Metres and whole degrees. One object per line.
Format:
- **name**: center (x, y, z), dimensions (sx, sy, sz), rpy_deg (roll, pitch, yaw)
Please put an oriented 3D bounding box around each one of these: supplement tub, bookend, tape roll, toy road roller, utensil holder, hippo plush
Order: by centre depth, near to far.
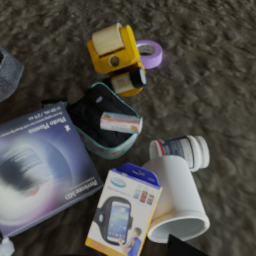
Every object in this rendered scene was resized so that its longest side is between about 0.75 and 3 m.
- **bookend**: center (1.341, 3.759, 6.461), dimensions (1.746, 0.809, 1.757), rpy_deg (23, 53, 21)
- **hippo plush**: center (-3.383, 3.137, 6.826), dimensions (1.366, 1.088, 1.099), rpy_deg (18, 50, 19)
- **utensil holder**: center (1.149, 1.902, 7.598), dimensions (1.573, 1.573, 1.851), rpy_deg (-5, 49, -5)
- **supplement tub**: center (1.555, 0.865, 8.788), dimensions (1.627, 1.142, 1.142), rpy_deg (-8, 49, -6)
- **toy road roller**: center (-0.256, -2.552, 10.979), dimensions (1.640, 2.669, 1.948), rpy_deg (-15, 11, 19)
- **tape roll**: center (0.767, -3.435, 13.065), dimensions (1.590, 0.522, 1.590), rpy_deg (1, 48, -1)

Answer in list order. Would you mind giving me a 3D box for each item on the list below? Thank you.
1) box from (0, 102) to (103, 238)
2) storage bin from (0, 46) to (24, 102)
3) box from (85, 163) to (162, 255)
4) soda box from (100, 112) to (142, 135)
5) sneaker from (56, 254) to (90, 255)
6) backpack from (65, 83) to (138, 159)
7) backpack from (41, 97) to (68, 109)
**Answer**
- **box**: center (-2.440, 1.090, 7.531), dimensions (2.622, 1.616, 2.600), rpy_deg (-25, 80, -21)
- **storage bin**: center (-3.786, -1.209, 7.414), dimensions (1.820, 0.853, 1.230), rpy_deg (-23, 44, 23)
- **box**: center (-0.077, 2.000, 6.719), dimensions (1.304, 0.454, 2.191), rpy_deg (19, 95, 13)
- **soda box**: center (-0.196, -0.136, 7.926), dimensions (1.141, 0.363, 0.390), rpy_deg (9, 36, 9)
- **sneaker**: center (-0.892, 3.616, 6.770), dimensions (2.085, 0.731, 0.855), rpy_deg (8, 84, -6)
- **backpack**: center (-0.771, -0.060, 9.199), dimensions (2.231, 1.710, 1.961), rpy_deg (34, 59, 20)
- **backpack**: center (-2.512, -0.463, 9.938), dimensions (0.992, 1.189, 0.753), rpy_deg (-10, 4, -22)
